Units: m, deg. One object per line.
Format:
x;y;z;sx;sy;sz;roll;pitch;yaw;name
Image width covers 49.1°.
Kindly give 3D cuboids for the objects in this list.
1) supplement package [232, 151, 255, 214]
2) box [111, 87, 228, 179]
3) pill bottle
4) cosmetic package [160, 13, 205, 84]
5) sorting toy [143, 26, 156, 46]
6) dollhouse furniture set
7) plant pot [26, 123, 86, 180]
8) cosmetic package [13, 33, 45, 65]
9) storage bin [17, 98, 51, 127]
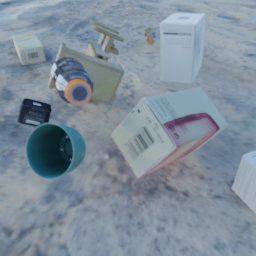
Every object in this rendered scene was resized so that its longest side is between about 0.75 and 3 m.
3.722;1.600;6.361;1.298;1.250;2.283;-14;39;-18;supplement package
1.114;0.056;7.272;2.504;1.601;1.364;-16;67;-44;box
-1.324;-1.092;6.676;0.850;0.850;1.601;-12;31;-16;pill bottle
1.950;-2.860;9.929;1.219;1.983;1.977;10;34;20;cosmetic package
0.706;-3.154;9.663;0.146;0.602;1.068;-19;24;28;sorting toy
-1.479;-2.133;9.307;1.920;2.533;2.890;16;25;-22;dollhouse furniture set
-1.449;0.468;6.066;1.147;1.147;0.920;14;5;18;plant pot
-5.102;-4.094;14.361;1.168;0.825;2.257;-17;41;-21;cosmetic package
-2.144;-0.348;6.454;0.641;0.445;0.948;14;9;-19;storage bin
